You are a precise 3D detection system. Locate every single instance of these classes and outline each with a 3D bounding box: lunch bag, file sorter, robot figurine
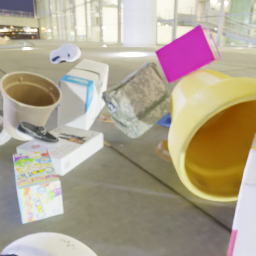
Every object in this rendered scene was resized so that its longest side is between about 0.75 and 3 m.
[{"bbox_3d":[1.912,-0.665,10.845,1.652,1.093,1.122,15,26,36],"label":"lunch bag"},{"bbox_3d":[1.601,-1.893,7.353,1.346,0.935,0.844,-24,-2,36],"label":"file sorter"},{"bbox_3d":[-1.196,2.223,2.538,1.673,2.014,2.681,-26,6,32],"label":"robot figurine"},{"bbox_3d":[0.264,-0.982,9.415,2.148,1.801,1.496,-37,41,-12],"label":"lunch bag"}]

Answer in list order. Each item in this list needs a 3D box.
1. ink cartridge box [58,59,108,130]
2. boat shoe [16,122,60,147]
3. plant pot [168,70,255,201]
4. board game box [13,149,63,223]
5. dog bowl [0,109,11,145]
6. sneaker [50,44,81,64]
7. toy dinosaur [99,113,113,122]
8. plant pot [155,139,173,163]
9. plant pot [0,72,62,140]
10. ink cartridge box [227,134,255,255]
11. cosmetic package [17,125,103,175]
[{"bbox_3d":[-1.601,-1.232,10.304,1.068,1.849,2.533,13,31,6],"label":"ink cartridge box"},{"bbox_3d":[-2.407,0.143,7.625,1.182,0.401,0.424,23,29,-15],"label":"boat shoe"},{"bbox_3d":[2.133,-0.130,6.594,2.695,2.695,2.535,-3,33,-7],"label":"plant pot"},{"bbox_3d":[-2.047,1.218,6.256,0.822,0.837,1.597,-9,23,-22],"label":"board game box"},{"bbox_3d":[-5.146,0.055,9.459,2.522,0.739,2.522,0,20,0],"label":"dog bowl"},{"bbox_3d":[-1.819,-2.449,9.138,1.495,0.546,0.836,3,18,43],"label":"sneaker"},{"bbox_3d":[-0.864,-0.360,11.039,1.266,0.382,0.672,17,-7,37],"label":"toy dinosaur"},{"bbox_3d":[1.714,0.638,8.644,1.727,0.237,1.727,1,21,0],"label":"plant pot"},{"bbox_3d":[-3.131,-0.560,8.705,1.774,1.624,1.774,18,35,-14],"label":"plant pot"},{"bbox_3d":[2.447,1.273,4.812,1.006,1.734,2.350,11,21,24],"label":"ink cartridge box"},{"bbox_3d":[-1.956,0.571,8.387,1.570,0.538,2.082,8,22,24],"label":"cosmetic package"}]
